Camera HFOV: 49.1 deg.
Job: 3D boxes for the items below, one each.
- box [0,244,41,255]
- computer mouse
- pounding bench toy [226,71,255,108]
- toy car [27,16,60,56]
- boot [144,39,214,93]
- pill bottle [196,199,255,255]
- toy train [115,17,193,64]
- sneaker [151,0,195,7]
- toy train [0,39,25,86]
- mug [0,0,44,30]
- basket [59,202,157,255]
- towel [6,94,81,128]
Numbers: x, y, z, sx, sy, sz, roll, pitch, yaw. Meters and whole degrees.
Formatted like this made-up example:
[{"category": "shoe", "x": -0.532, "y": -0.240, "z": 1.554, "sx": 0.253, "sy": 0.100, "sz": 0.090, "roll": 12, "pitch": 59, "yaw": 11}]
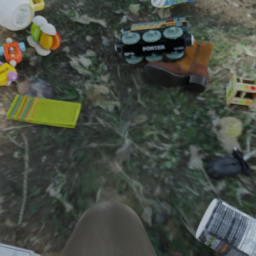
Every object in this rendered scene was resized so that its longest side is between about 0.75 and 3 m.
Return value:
[{"category": "box", "x": -3.497, "y": 3.397, "z": 6.540, "sx": 2.443, "sy": 0.735, "sz": 1.425, "roll": 11, "pitch": 60, "yaw": 7}, {"category": "computer mouse", "x": 2.880, "y": 1.078, "z": 8.134, "sx": 1.280, "sy": 0.337, "sz": 0.886, "roll": -16, "pitch": 62, "yaw": -9}, {"category": "pounding bench toy", "x": 3.846, "y": -1.380, "z": 9.337, "sx": 0.915, "sy": 0.728, "sz": 1.173, "roll": 8, "pitch": 60, "yaw": 2}, {"category": "toy car", "x": -3.067, "y": -3.429, "z": 10.488, "sx": 1.303, "sy": 1.141, "sz": 0.977, "roll": 44, "pitch": 34, "yaw": 23}, {"category": "boot", "x": 1.879, "y": -2.530, "z": 9.990, "sx": 2.236, "sy": 0.813, "sz": 2.375, "roll": 12, "pitch": 60, "yaw": 8}, {"category": "pill bottle", "x": 2.824, "y": 2.713, "z": 6.698, "sx": 2.138, "sy": 1.135, "sz": 1.135, "roll": 28, "pitch": 63, "yaw": 16}, {"category": "toy train", "x": 0.933, "y": -3.200, "z": 10.115, "sx": 2.767, "sy": 1.179, "sz": 1.577, "roll": -3, "pitch": 46, "yaw": 13}, {"category": "sneaker", "x": 2.077, "y": -5.499, "z": 11.486, "sx": 2.184, "sy": 0.827, "sz": 1.147, "roll": -23, "pitch": 30, "yaw": -12}, {"category": "toy train", "x": -4.772, "y": -2.083, "z": 9.821, "sx": 2.589, "sy": 0.720, "sz": 1.945, "roll": -20, "pitch": 60, "yaw": -15}, {"category": "mug", "x": -4.571, "y": -4.994, "z": 10.886, "sx": 1.976, "sy": 1.928, "sz": 2.407, "roll": 39, "pitch": 73, "yaw": 12}, {"category": "basket", "x": -0.390, "y": 2.825, "z": 5.456, "sx": 2.593, "sy": 2.876, "sz": 1.956, "roll": -8, "pitch": 102, "yaw": 1}, {"category": "towel", "x": -2.752, "y": -0.571, "z": 9.184, "sx": 2.255, "sy": 0.204, "sz": 0.971, "roll": 8, "pitch": 61, "yaw": 4}]
